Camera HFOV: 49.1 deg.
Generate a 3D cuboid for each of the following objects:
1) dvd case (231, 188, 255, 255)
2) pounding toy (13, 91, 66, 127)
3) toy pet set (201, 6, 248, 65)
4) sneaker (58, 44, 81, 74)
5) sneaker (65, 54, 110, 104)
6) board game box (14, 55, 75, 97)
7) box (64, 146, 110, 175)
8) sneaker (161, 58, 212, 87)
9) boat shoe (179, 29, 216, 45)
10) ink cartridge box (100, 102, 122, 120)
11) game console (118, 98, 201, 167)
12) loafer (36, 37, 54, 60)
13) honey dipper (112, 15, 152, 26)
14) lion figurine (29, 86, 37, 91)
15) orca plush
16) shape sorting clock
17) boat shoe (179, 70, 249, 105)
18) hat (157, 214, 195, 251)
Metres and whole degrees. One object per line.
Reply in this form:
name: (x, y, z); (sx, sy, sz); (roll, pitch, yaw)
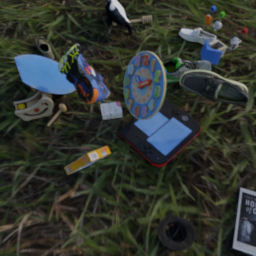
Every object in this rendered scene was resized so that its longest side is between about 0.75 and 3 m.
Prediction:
dvd case: (4.386, 3.234, 9.356); (1.607, 0.264, 2.139); (16, 60, 9)
pounding toy: (-3.564, -0.770, 11.357); (1.979, 1.132, 1.135); (-15, 59, -9)
toy pet set: (3.992, -4.111, 12.965); (1.130, 1.987, 2.128); (-28, 62, -26)
sneaker: (-2.142, -2.501, 9.950); (1.186, 0.447, 0.453); (-50, 57, 10)
sneaker: (-1.564, -1.850, 10.537); (1.066, 1.023, 2.717); (6, 44, -44)
board game box: (-3.703, -2.160, 12.210); (2.268, 0.559, 2.871); (2, 42, -38)
box: (-1.319, 1.046, 8.702); (0.872, 1.464, 0.304); (-20, 79, -50)
sneaker: (2.487, -2.566, 12.479); (2.691, 1.146, 1.050); (-12, 59, -8)
boat shoe: (3.516, -4.714, 14.106); (1.910, 0.662, 0.676); (21, 60, 13)
ink cartridge box: (-0.705, -0.726, 11.787); (0.846, 0.350, 0.620); (-8, 58, -5)
game console: (1.304, 0.093, 11.246); (2.668, 0.414, 2.360); (-38, 65, -22)
loafer: (-4.087, -3.974, 13.697); (0.615, 0.569, 1.635); (-27, 62, -16)
honey dipper: (0.200, -5.668, 14.923); (2.109, 0.400, 0.400); (-7, 58, 0)
lion figurine: (-4.108, -2.401, 12.724); (0.984, 0.582, 1.606); (21, 55, 2)
orca plush: (-0.640, -5.771, 14.833); (1.556, 1.051, 2.957); (4, 47, -52)
shape sorting clock: (0.540, -1.628, 10.918); (0.523, 2.665, 2.665); (2, 52, -35)
boat shoe: (3.223, -1.474, 10.343); (2.620, 0.936, 0.861); (15, 24, -1)
hat: (1.541, 3.460, 9.095); (1.214, 0.490, 1.214); (-2, 50, 2)
